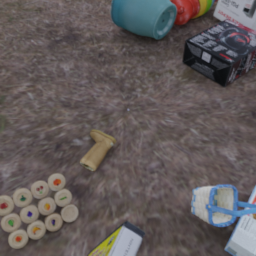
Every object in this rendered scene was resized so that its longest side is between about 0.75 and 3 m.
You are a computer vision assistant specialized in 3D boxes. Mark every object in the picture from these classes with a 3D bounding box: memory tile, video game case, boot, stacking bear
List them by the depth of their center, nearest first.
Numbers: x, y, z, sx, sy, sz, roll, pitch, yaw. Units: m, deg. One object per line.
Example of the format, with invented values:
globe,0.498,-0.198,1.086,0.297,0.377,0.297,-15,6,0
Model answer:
video game case,-0.797,2.727,3.872,0.337,2.642,2.387,31,52,1
memory tile,-1.888,1.725,5.884,1.504,1.153,0.126,-22,6,-25
boot,-0.924,0.558,7.345,0.899,0.339,1.026,17,56,36
stacking bear,2.713,-5.493,12.078,1.624,1.734,2.856,49,65,-9

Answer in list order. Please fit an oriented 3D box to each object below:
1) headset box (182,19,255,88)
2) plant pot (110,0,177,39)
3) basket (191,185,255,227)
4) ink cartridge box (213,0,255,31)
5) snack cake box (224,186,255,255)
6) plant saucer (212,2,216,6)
headset box,3.553,-2.780,9.927,2.623,0.984,1.949,-33,56,-26
plant pot,0.727,-4.517,10.941,1.956,2.082,2.082,39,58,21
basket,1.919,1.528,5.500,1.018,1.154,0.803,8,79,-35
ink cartridge box,4.870,-5.318,10.805,1.219,2.942,2.159,-16,49,-26
snack cake box,2.844,2.045,5.840,0.969,0.566,1.685,28,53,25
plant saucer,3.785,-6.165,13.584,1.011,0.149,1.011,1,48,-1
